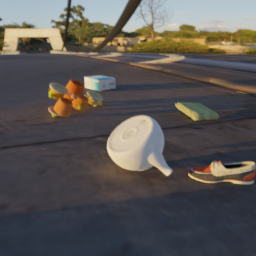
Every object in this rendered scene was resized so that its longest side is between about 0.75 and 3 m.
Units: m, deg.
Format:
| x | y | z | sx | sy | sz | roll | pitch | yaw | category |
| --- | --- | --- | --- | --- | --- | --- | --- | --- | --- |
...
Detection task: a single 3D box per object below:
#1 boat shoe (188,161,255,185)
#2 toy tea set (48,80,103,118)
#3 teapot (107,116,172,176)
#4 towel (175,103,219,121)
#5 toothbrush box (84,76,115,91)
| x | y | z | sx | sy | sz | roll | pitch | yaw | category |
| --- | --- | --- | --- | --- | --- | --- | --- | --- | --- |
| 1.883 | 0.861 | 5.644 | 1.293 | 0.404 | 0.460 | 2 | 20 | 10 | boat shoe |
| -2.280 | -1.000 | 10.922 | 1.659 | 1.033 | 2.790 | 37 | 26 | 12 | toy tea set |
| 0.246 | 0.446 | 6.101 | 1.321 | 0.978 | 1.339 | -18 | 36 | 25 | teapot |
| 2.461 | -0.603 | 10.078 | 1.072 | 0.264 | 1.445 | -2 | 23 | -22 | towel |
| -1.534 | -2.433 | 15.174 | 1.080 | 0.629 | 1.476 | -15 | 23 | -38 | toothbrush box |
